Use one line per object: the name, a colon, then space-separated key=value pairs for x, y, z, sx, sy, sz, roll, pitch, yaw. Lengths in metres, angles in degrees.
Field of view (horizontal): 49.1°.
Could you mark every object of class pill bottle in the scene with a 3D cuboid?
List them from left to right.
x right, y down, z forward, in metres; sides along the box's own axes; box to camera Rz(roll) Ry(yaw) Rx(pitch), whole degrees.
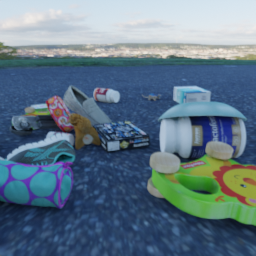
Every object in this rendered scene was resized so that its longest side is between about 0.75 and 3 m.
pill bottle: x=-2.074 y=0.356 z=8.539 sx=0.769 sy=0.439 sz=0.439 roll=9 pitch=20 yaw=25
pill bottle: x=-1.114 y=-1.662 z=14.434 sx=1.247 sy=0.683 sz=0.683 roll=10 pitch=21 yaw=30
pill bottle: x=1.969 y=0.232 z=7.673 sx=2.090 sy=1.209 sz=1.209 roll=-1 pitch=18 yaw=-2

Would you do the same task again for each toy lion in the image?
toy lion: x=-3.511 y=-0.305 z=10.647 sx=1.560 sy=0.536 sz=1.496 roll=-1 pitch=25 yaw=0
toy lion: x=1.935 y=1.142 z=5.387 sx=2.449 sy=0.841 sz=2.348 roll=-7 pitch=24 yaw=-28

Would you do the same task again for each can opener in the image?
can opener: x=-3.113 y=-0.117 z=9.827 sx=1.996 sy=0.667 sz=0.532 roll=-3 pitch=59 yaw=-44

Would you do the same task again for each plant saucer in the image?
plant saucer: x=2.024 y=-0.401 z=7.798 sx=2.378 sy=0.458 sz=2.378 roll=1 pitch=-4 yaw=0

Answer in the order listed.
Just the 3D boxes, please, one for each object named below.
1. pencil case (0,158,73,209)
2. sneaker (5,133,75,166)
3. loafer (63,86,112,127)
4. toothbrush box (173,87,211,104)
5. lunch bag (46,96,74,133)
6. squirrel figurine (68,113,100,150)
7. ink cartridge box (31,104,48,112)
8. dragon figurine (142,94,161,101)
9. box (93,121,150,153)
pencil case: x=-2.136 y=1.030 z=5.603 sx=2.004 sy=0.926 sz=0.853 roll=6 pitch=-7 yaw=9
sneaker: x=-2.111 y=0.788 z=6.837 sx=1.848 sy=0.717 sz=0.843 roll=-27 pitch=57 yaw=-29
loafer: x=-1.469 y=-0.718 z=10.250 sx=2.224 sy=0.776 sz=0.778 roll=36 pitch=37 yaw=14
toothbrush box: x=3.178 y=-1.597 z=14.135 sx=1.279 sy=0.745 sz=1.747 roll=-3 pitch=17 yaw=-10
lunch bag: x=-2.259 y=-0.468 z=9.642 sx=0.518 sy=1.264 sz=1.114 roll=-29 pitch=3 yaw=0
squirrel figurine: x=-1.402 y=-0.014 z=8.545 sx=0.757 sy=1.069 sz=0.998 roll=-17 pitch=36 yaw=-15
ink cartridge box: x=-3.496 y=-0.796 z=12.207 sx=1.325 sy=0.393 sz=0.688 roll=-9 pitch=20 yaw=-25
dragon figurine: x=1.265 y=-1.666 z=15.068 sx=1.041 sy=0.306 sz=0.518 roll=2 pitch=18 yaw=5
box: x=-0.275 y=0.224 z=8.987 sx=1.382 sy=0.400 sz=1.738 roll=-7 pitch=19 yaw=-19
